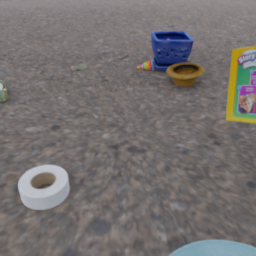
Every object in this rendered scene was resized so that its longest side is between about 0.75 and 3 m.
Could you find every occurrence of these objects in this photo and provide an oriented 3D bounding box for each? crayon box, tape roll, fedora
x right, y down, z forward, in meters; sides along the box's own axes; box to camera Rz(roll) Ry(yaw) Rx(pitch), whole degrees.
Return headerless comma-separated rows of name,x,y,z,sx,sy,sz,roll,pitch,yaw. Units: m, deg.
crayon box,3.216,-0.787,5.249,0.773,1.576,2.653,-1,7,-36
tape roll,-1.906,1.327,6.372,1.100,0.385,1.100,0,32,0
fedora,2.391,-2.176,11.714,1.646,0.671,1.646,-2,35,2

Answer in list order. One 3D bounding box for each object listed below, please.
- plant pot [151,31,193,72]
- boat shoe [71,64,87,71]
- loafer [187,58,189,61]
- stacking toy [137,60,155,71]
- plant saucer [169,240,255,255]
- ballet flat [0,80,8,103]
plant pot,1.971,-3.563,13.115,1.708,1.535,1.708,-2,32,-2
boat shoe,-2.337,-2.887,13.253,0.768,0.273,0.240,-13,32,-12
loafer,2.909,-3.655,14.432,0.327,0.295,0.864,-3,32,-6
stacking toy,0.819,-2.910,13.213,0.827,0.454,0.480,-6,33,14
plant saucer,1.512,2.852,3.807,2.730,0.526,2.730,0,31,0
ballet flat,-4.981,-1.537,10.789,0.606,0.606,1.714,-16,35,-24
